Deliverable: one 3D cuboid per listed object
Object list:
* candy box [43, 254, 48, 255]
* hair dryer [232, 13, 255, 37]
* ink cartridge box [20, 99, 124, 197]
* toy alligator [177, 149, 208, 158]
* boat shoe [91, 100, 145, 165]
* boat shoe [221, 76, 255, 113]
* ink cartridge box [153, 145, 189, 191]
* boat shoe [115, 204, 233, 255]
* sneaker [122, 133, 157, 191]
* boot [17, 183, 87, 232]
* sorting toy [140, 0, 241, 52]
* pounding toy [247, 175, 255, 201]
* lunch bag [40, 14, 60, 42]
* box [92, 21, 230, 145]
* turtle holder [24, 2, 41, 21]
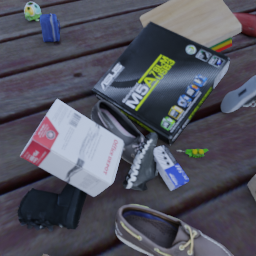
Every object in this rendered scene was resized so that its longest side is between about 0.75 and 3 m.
[{"bbox_3d":[-1.372,3.099,4.777,0.908,0.435,1.572,5,46,17],"label":"candy box"},{"bbox_3d":[5.318,-4.230,11.403,2.835,0.770,2.159,10,32,3],"label":"hair dryer"},{"bbox_3d":[-1.126,0.445,6.046,1.810,0.750,1.328,34,40,-16],"label":"ink cartridge box"},{"bbox_3d":[1.662,0.662,7.221,0.819,0.243,0.222,-3,89,-2],"label":"toy alligator"},{"bbox_3d":[-0.098,0.174,6.975,2.169,0.618,0.725,44,61,8],"label":"boat shoe"},{"bbox_3d":[3.261,-0.866,7.770,0.556,1.629,0.601,12,58,-18],"label":"boat shoe"},{"bbox_3d":[0.958,0.933,6.715,0.494,0.232,1.050,-17,63,-34],"label":"ink cartridge box"},{"bbox_3d":[0.893,2.207,5.487,2.478,0.738,0.890,19,51,16],"label":"boat shoe"},{"bbox_3d":[0.438,0.822,6.468,0.651,0.478,1.438,24,93,-10],"label":"sneaker"},{"bbox_3d":[-1.624,1.545,6.244,1.254,0.566,1.531,3,47,10],"label":"boot"},{"bbox_3d":[2.091,-3.401,9.784,2.664,0.927,2.648,-24,56,11],"label":"sorting toy"},{"bbox_3d":[3.359,1.372,6.325,1.040,0.803,1.130,-13,57,-6],"label":"pounding toy"},{"bbox_3d":[-2.932,-3.836,10.649,0.683,1.032,0.701,-8,47,-11],"label":"lunch bag"},{"bbox_3d":[0.904,-1.391,8.019,2.774,0.682,2.872,35,79,21],"label":"box"},{"bbox_3d":[-4.127,-4.920,11.872,0.675,0.630,0.888,30,55,23],"label":"turtle holder"}]
